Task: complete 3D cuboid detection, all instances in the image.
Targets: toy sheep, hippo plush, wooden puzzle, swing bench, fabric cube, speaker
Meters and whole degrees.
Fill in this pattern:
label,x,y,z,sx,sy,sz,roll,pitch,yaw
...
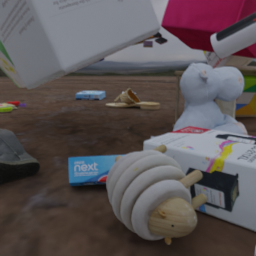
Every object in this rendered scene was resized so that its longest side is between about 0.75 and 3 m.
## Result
label,x,y,z,sx,sy,sz,roll,pitch,yaw
toy sheep,0.247,0.724,3.339,1.044,1.044,1.514,-6,21,-26
hippo plush,1.764,-0.594,6.888,2.428,1.952,1.934,-1,13,-4
wooden puzzle,3.852,-1.074,9.342,2.245,2.427,0.452,0,54,-10
swing bench,2.373,-0.848,8.503,1.754,1.744,1.138,6,14,27
fabric cube,2.498,-3.231,7.481,2.067,2.035,2.074,22,8,38
wooden puzzle,0.127,-2.825,8.311,1.328,0.157,2.240,-15,44,-15
speaker,1.421,-1.141,3.323,0.810,0.329,0.329,-21,-3,40

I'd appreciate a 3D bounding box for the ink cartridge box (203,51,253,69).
label,x,y,z,sx,sy,sz,roll,pitch,yaw
ink cartridge box,3.329,-3.371,9.815,1.120,2.668,1.932,-16,-11,-5

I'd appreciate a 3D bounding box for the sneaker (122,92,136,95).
label,x,y,z,sx,sy,sz,roll,pitch,yaw
sneaker,0.104,-1.845,15.812,0.686,0.421,1.054,-4,0,23

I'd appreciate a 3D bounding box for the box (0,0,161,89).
label,x,y,z,sx,sy,sz,roll,pitch,yaw
box,-1.308,-2.516,6.309,2.651,2.282,2.665,-33,17,-30

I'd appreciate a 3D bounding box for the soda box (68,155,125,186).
label,x,y,z,sx,sy,sz,roll,pitch,yaw
soda box,-0.338,0.682,4.522,1.201,0.407,0.385,-2,-18,-8

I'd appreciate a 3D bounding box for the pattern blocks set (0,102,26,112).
label,x,y,z,sx,sy,sz,roll,pitch,yaw
pattern blocks set,-5.604,-0.862,12.031,2.340,0.190,2.057,-10,16,-37

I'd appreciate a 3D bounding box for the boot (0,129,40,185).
label,x,y,z,sx,sy,sz,roll,pitch,yaw
boot,-2.354,0.435,4.992,1.347,0.489,1.224,38,21,35

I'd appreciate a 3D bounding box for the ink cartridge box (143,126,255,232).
label,x,y,z,sx,sy,sz,roll,pitch,yaw
ink cartridge box,1.438,0.612,4.134,2.003,0.830,1.460,11,17,39

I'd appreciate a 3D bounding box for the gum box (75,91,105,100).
label,x,y,z,sx,sy,sz,roll,pitch,yaw
gum box,-2.125,-1.857,16.019,1.352,0.355,1.591,2,13,8

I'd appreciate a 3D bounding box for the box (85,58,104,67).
label,x,y,z,sx,sy,sz,roll,pitch,yaw
box,-1.764,-2.986,10.805,1.386,0.727,1.275,-19,-15,4

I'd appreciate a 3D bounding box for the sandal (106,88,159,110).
label,x,y,z,sx,sy,sz,roll,pitch,yaw
sandal,0.191,-1.350,12.659,2.626,0.864,0.963,7,15,28

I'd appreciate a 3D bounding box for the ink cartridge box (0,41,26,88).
label,x,y,z,sx,sy,sz,roll,pitch,yaw
ink cartridge box,-3.180,-1.950,8.125,2.192,1.595,0.526,7,50,50
